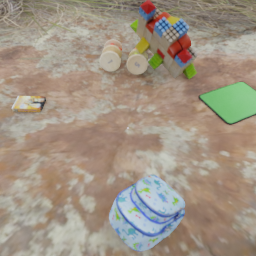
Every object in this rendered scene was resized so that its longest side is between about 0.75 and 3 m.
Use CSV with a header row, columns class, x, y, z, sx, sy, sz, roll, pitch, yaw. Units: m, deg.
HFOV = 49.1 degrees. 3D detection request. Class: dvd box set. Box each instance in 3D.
class,x,y,z,sx,sy,sz,roll,pitch,yaw
dvd box set,-3.196,-0.785,9.060,0.917,0.135,0.671,2,44,2

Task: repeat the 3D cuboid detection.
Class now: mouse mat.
class,x,y,z,sx,sy,sz,roll,pitch,yaw
mouse mat,3.550,-0.880,9.216,1.997,0.075,1.607,-18,47,-19

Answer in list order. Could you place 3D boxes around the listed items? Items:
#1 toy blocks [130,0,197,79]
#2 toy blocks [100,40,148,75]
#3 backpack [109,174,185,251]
class,x,y,z,sx,sy,sz,roll,pitch,yaw
toy blocks,1.294,-2.965,9.254,1.453,1.988,2.908,-39,86,-6
toy blocks,-0.105,-2.825,10.677,1.731,0.754,2.076,6,34,-1
backpack,0.355,1.594,5.481,1.204,0.967,1.316,42,37,25
